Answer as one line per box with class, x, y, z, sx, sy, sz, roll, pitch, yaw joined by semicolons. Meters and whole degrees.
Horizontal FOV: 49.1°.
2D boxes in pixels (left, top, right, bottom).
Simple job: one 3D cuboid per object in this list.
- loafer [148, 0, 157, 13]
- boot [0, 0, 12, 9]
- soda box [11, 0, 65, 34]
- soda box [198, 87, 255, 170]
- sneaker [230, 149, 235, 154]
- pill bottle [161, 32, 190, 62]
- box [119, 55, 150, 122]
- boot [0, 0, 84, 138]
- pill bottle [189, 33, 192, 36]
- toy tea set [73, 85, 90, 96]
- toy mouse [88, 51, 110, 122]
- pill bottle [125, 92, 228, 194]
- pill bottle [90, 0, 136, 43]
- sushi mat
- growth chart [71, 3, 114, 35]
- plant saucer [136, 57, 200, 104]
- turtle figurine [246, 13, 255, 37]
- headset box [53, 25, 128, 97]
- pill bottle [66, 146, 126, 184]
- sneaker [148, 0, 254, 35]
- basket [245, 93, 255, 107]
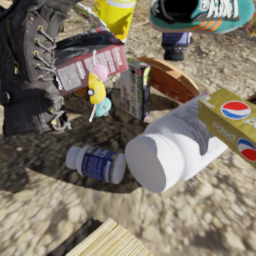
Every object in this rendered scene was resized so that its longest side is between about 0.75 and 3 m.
loafer;1.140;-4.307;8.227;0.734;2.100;0.733;24;8;-20
boot;-4.074;-3.669;8.273;0.906;0.394;1.089;6;17;9
soda box;-2.266;-3.127;7.183;0.762;0.720;2.249;-11;-2;-1
soda box;2.006;0.069;4.672;0.632;0.598;1.867;-28;45;-15
sneaker;2.299;0.065;5.841;0.372;0.932;0.332;-11;10;-5
pill bottle;1.157;-2.272;6.840;0.684;1.224;0.684;2;21;-1
box;0.209;-1.194;8.714;0.327;1.882;1.036;-33;49;-32
boot;-1.522;-1.167;5.228;2.966;2.582;1.027;-14;1;30
pill bottle;2.093;-3.968;8.756;1.106;1.909;1.106;31;25;-16
toy tea set;-1.665;-1.695;10.663;0.947;0.590;1.593;40;42;2
toy mouse;-0.465;-0.651;4.883;0.243;1.254;1.115;-4;-7;4
pill bottle;1.396;0.309;6.952;2.826;1.602;1.602;-28;45;-32
pill bottle;-0.502;-3.379;8.581;1.175;2.151;1.175;10;43;-9
sushi mat;-0.860;2.838;4.784;1.376;0.174;2.877;32;47;34
growth chart;-1.136;-3.040;7.549;1.200;0.147;1.658;32;5;20
plant saucer;1.257;-1.518;8.953;2.433;2.433;0.393;29;86;33
turtle figurine;3.113;-2.358;6.585;0.378;1.173;0.946;-9;76;-12
headset box;-1.024;-1.695;6.737;1.960;0.757;1.459;-24;40;-9
pill bottle;-0.796;0.866;6.912;1.362;0.756;0.756;11;38;14
sneaker;1.525;-2.320;5.558;2.177;0.777;0.870;-6;3;-2
basket;3.201;-0.647;5.565;1.107;1.060;1.485;25;0;-10
